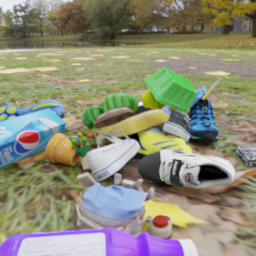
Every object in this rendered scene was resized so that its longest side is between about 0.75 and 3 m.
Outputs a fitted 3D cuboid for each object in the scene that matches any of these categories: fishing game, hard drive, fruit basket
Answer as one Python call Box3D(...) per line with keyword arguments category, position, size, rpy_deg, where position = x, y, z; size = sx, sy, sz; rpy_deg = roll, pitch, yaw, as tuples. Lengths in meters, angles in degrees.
Box3D(category="fishing game", position=(1.920, -0.990, 10.195), size=(1.974, 0.428, 2.757), rpy_deg=(-42, 12, -32))
Box3D(category="hard drive", position=(0.468, -0.728, 9.943), size=(1.657, 0.313, 1.158), rpy_deg=(-20, 8, -5))
Box3D(category="fruit basket", position=(0.971, -0.851, 7.701), size=(1.482, 1.482, 1.069), rpy_deg=(-9, 51, -22))

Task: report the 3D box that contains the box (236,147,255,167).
Box3D(category="box", position=(3.492, 0.794, 7.790), size=(0.685, 0.216, 0.868), rpy_deg=(0, 20, 0))

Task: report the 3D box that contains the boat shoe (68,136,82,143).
Box3D(category="boat shoe", position=(-1.710, 0.426, 8.505), size=(0.389, 0.321, 1.040), rpy_deg=(-14, 8, 27))

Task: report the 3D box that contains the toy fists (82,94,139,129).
Box3D(category="toy fists", position=(-0.633, -0.503, 8.960), size=(1.996, 0.686, 1.017), rpy_deg=(-24, -21, 34))

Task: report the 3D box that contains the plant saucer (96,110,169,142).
Box3D(category="plant saucer", position=(0.120, -0.117, 8.896), size=(1.877, 0.455, 1.877), rpy_deg=(-20, 4, -42))

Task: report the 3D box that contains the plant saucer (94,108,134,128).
Box3D(category="plant saucer", position=(-0.371, -0.270, 6.956), size=(1.064, 0.195, 1.064), rpy_deg=(-19, -10, -3))

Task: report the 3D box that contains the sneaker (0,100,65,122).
Box3D(category="sneaker", position=(-3.529, -0.316, 9.989), size=(2.679, 0.950, 1.110), rpy_deg=(-9, -16, 6))

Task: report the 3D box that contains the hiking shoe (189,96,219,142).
Box3D(category="hiking shoe", position=(2.425, -0.354, 9.463), size=(1.010, 1.177, 2.715), rpy_deg=(-1, 19, 5))

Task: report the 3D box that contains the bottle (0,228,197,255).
Box3D(category="bottle", position=(-0.368, 1.872, 3.670), size=(2.522, 1.054, 0.823), rpy_deg=(-1, 20, -5))

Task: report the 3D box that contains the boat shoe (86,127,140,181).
Box3D(category="boat shoe", position=(-0.444, 0.460, 7.035), size=(0.865, 0.999, 2.342), rpy_deg=(-30, 2, 23))

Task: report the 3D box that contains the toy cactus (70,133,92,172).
Box3D(category="toy cactus", position=(-1.082, 0.689, 7.403), size=(0.593, 1.160, 0.957), rpy_deg=(-19, 55, 8))

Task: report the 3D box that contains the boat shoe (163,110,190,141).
Box3D(category="boat shoe", position=(1.538, -0.086, 8.206), size=(0.756, 0.744, 2.099), rpy_deg=(26, 2, 13))

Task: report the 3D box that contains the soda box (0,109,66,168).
Box3D(category="soda box", position=(-3.068, 0.292, 7.874), size=(0.885, 0.837, 2.608), rpy_deg=(36, 37, 24))

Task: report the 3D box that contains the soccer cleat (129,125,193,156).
Box3D(category="soccer cleat", position=(0.897, 0.600, 7.775), size=(1.060, 0.820, 2.535), rpy_deg=(-30, 31, -16))

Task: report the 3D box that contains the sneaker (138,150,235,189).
Box3D(category="sneaker", position=(1.232, 0.919, 6.182), size=(2.176, 0.806, 0.963), rpy_deg=(-1, 1, 14))

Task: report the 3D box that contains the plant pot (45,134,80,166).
Box3D(category="plant pot", position=(-1.696, 0.650, 7.537), size=(0.726, 0.793, 0.793), rpy_deg=(23, 26, 14))

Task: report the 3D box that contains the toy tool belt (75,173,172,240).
Box3D(category="toy tool belt", position=(-0.075, 1.372, 4.970), size=(1.743, 1.071, 1.088), rpy_deg=(5, 21, 14))
